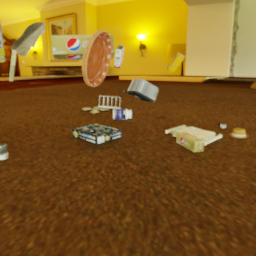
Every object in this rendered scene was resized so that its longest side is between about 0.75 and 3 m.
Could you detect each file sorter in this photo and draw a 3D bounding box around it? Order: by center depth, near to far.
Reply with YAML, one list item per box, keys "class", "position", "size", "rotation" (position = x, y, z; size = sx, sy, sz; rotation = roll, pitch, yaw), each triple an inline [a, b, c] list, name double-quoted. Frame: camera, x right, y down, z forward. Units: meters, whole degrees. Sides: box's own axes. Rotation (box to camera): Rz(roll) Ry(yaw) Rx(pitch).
- class: "file sorter"
  position: [-1.185, -1.648, 18.086]
  size: [1.237, 0.770, 0.859]
  rotation: [5, 3, 17]

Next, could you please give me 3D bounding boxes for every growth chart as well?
- class: "growth chart"
  position: [2.796, 0.265, 12.203]
  size: [1.738, 0.213, 2.402]
  rotation: [-12, 19, -37]

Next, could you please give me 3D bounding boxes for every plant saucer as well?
- class: "plant saucer"
  position: [-1.023, -2.217, 9.020]
  size: [0.288, 1.785, 1.785]
  rotation: [17, 19, 15]

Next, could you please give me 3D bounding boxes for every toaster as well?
- class: "toaster"
  position: [0.605, -1.671, 12.559]
  size: [1.186, 0.704, 1.072]
  rotation: [24, -4, -26]

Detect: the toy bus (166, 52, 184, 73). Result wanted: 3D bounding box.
- class: "toy bus"
  position: [1.810, -2.472, 10.807]
  size: [0.301, 0.923, 0.361]
  rotation: [25, 47, -10]

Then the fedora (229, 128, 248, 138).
- class: "fedora"
  position: [4.805, 0.213, 12.156]
  size: [0.824, 0.336, 0.824]
  rotation: [1, 15, 0]

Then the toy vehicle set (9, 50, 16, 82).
- class: "toy vehicle set"
  position: [-3.742, -1.998, 9.075]
  size: [0.123, 0.575, 0.926]
  rotation: [7, -26, -23]

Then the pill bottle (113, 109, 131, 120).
- class: "pill bottle"
  position: [-0.324, -0.747, 15.326]
  size: [1.009, 0.584, 0.584]
  rotation: [0, 15, -2]

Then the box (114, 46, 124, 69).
- class: "box"
  position: [-0.414, -3.339, 13.091]
  size: [0.267, 0.846, 1.537]
  rotation: [8, 22, 0]

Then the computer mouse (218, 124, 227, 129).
- class: "computer mouse"
  position: [4.614, -0.087, 13.659]
  size: [0.433, 0.173, 0.789]
  rotation: [10, 11, 17]

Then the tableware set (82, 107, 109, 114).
- class: "tableware set"
  position: [-2.048, -1.147, 17.666]
  size: [1.541, 0.179, 1.287]
  rotation: [-11, 19, -42]

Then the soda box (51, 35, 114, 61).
- class: "soda box"
  position: [-1.626, -2.928, 10.241]
  size: [2.207, 0.707, 0.748]
  rotation: [-4, -2, -7]

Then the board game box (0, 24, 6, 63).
- class: "board game box"
  position: [-4.306, -2.554, 7.931]
  size: [0.459, 1.487, 1.486]
  rotation: [11, 22, 24]

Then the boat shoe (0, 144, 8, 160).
- class: "boat shoe"
  position: [-5.006, 0.789, 9.501]
  size: [1.759, 0.560, 0.622]
  rotation: [-3, 15, -11]

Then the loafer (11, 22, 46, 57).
- class: "loafer"
  position: [-3.957, -3.573, 11.313]
  size: [0.652, 1.722, 0.588]
  rotation: [36, -12, 30]

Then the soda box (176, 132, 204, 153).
- class: "soda box"
  position: [2.360, 0.533, 10.769]
  size: [0.442, 0.418, 1.306]
  rotation: [-5, 15, -19]

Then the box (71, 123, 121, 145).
- class: "box"
  position: [-1.365, 0.228, 11.954]
  size: [1.728, 0.397, 1.373]
  rotation: [13, 20, 42]
